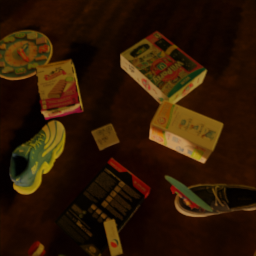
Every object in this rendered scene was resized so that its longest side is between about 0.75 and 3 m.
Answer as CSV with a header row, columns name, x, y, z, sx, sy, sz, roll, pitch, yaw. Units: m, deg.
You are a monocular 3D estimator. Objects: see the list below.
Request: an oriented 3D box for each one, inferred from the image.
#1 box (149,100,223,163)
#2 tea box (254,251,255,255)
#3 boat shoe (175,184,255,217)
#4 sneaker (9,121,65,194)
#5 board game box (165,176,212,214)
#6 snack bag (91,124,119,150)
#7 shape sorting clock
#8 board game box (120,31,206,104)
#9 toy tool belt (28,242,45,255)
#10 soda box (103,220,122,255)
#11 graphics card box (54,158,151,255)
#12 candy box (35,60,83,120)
name,x,y,z,sx,sy,sz,roll,pitch,yaw
box,2.025,0.134,10.194,2.286,1.286,1.158,24,67,12
tea box,5.471,3.448,8.142,2.529,1.717,2.570,26,69,14
boat shoe,3.035,2.247,9.196,2.951,1.047,1.064,-6,63,1
sneaker,-3.107,0.802,9.708,1.110,1.540,2.931,14,63,8
board game box,1.750,2.127,8.631,1.731,1.367,0.337,38,96,42
snack bag,-0.859,0.346,10.771,0.855,0.097,0.907,-23,64,-11
shape sorting clock,-4.767,-3.312,12.451,2.775,0.544,2.775,0,62,0
board game box,1.423,-2.493,11.807,2.168,0.944,2.938,-38,69,-17
toy tool belt,-2.875,4.441,8.180,1.158,1.177,1.885,44,70,-13
soda box,-0.458,3.273,8.346,0.335,0.314,0.985,-12,71,-12
graphics card box,-0.789,2.599,9.203,1.758,0.713,2.802,36,67,14
candy box,-2.836,-1.603,11.455,1.563,0.699,2.291,-13,63,-6
